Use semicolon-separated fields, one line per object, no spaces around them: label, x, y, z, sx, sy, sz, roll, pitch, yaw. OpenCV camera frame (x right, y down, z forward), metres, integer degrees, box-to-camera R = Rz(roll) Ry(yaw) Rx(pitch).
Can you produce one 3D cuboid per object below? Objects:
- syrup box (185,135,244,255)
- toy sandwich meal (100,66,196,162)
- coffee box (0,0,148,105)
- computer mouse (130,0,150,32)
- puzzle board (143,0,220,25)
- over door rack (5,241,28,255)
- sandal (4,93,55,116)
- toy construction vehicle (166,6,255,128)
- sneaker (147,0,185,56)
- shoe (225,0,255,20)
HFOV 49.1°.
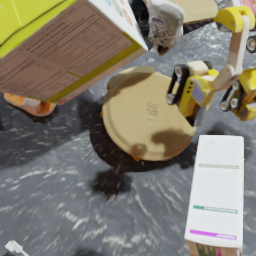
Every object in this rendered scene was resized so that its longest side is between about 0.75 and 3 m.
syrup box;0.976;0.724;3.045;0.522;0.505;1.282;1;48;24
toy sandwich meal;0.501;-0.380;7.865;2.911;0.997;2.911;4;69;-10
coffee box;-1.678;-2.468;5.968;2.763;2.732;2.759;-27;76;22
computer mouse;0.217;-4.104;9.818;1.838;0.602;2.617;-4;60;16
puzzle board;1.713;-4.429;9.589;2.838;0.247;2.139;-20;75;-27
over door rack;-2.252;3.615;5.982;2.065;0.688;1.525;42;71;-5
sandal;-2.989;-0.829;8.281;1.641;0.470;0.629;17;66;8
toy construction vehicle;2.049;-0.917;5.028;2.348;2.697;0.950;-12;54;-22
sneaker;0.848;-2.291;6.567;0.766;2.051;0.841;29;91;20
shoe;4.135;-5.001;9.836;1.342;1.054;2.951;-6;71;9
